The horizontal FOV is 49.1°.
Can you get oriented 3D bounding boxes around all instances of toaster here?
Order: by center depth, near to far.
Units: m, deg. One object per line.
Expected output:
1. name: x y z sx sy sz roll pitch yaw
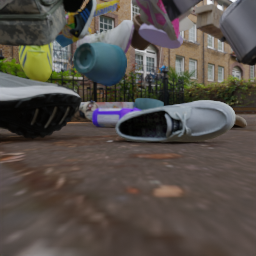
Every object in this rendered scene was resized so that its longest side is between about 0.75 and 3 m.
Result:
1. toaster: 2.773 -2.229 5.688 1.031 1.172 1.815 -14 -24 -52

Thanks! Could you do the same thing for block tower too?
1. block tower: 2.744 -2.967 8.201 1.996 0.577 0.539 7 -1 -41

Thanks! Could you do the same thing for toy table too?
1. toy table: 0.957 -2.640 7.083 1.375 0.876 1.496 24 5 -43

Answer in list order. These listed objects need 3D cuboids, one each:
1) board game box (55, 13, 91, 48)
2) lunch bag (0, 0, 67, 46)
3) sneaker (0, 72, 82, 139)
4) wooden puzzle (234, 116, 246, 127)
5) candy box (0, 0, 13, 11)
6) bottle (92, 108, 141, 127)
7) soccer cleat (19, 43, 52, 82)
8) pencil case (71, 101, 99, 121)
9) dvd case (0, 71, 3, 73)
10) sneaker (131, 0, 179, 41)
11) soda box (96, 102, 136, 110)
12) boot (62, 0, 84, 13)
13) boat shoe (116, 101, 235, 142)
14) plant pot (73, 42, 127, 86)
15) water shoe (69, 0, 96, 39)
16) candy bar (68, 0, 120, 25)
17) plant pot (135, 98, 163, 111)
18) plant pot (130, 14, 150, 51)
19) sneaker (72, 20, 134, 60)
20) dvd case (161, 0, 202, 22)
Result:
1. board game box: -2.094 -3.497 9.941 1.269 0.256 0.971 -19 -35 20
2. lunch bag: -2.241 -2.909 6.206 1.405 1.691 2.017 1 36 4
3. sneaker: -1.729 -0.439 3.836 2.511 0.928 0.995 -1 48 -45
4. wooden puzzle: 2.026 -0.423 8.852 2.899 0.671 2.685 1 3 15
5. candy box: -1.296 -2.002 3.314 1.369 0.934 0.418 -13 -37 37
6. bottle: -0.164 -0.272 7.566 1.564 0.511 0.653 1 1 21
7. soccer cleat: -2.682 -2.843 8.358 0.970 3.001 1.255 5 -17 -25
8. pencil case: -2.421 -0.818 13.248 2.328 0.906 1.041 4 -29 41
9. dvd case: -2.641 -0.475 4.474 1.825 0.160 1.302 -23 -32 24
10. sneaker: 0.527 -2.125 5.226 0.546 0.503 1.237 -17 -53 37
11. soda box: -0.891 -0.783 13.513 0.939 0.873 2.745 -3 5 -43
12. boot: -1.217 -3.884 7.125 0.585 1.223 1.619 17 -43 -11
13. boat shoe: 0.583 -0.028 3.682 1.565 0.546 0.558 -5 7 19
14. plant pot: -0.843 -1.833 7.750 1.206 1.206 1.133 2 1 34
15. water shoe: -1.116 -2.749 6.890 0.424 1.074 0.384 19 -2 -26
16. candy bar: -1.070 -3.679 8.868 1.820 0.202 0.454 -23 -17 -17
17. plant pot: 0.924 -0.803 12.972 1.299 0.875 1.299 9 -6 1
18. plant pot: 0.504 -3.260 9.768 1.077 1.077 0.939 -2 -39 -30
19. sneaker: -0.955 -2.805 9.816 1.468 1.103 2.947 29 -37 -24
20. dvd case: 0.581 -2.302 3.811 0.151 1.410 1.897 -27 12 -2
